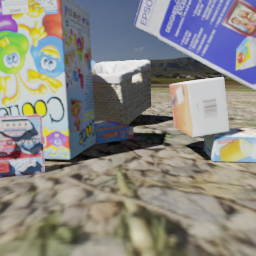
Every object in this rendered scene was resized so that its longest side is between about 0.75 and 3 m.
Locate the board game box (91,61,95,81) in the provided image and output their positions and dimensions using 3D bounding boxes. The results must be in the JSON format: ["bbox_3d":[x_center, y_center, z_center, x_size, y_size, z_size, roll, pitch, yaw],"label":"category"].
[{"bbox_3d":[-2.204,-1.338,8.412,2.189,0.539,2.770,-40,39,-23],"label":"board game box"}]

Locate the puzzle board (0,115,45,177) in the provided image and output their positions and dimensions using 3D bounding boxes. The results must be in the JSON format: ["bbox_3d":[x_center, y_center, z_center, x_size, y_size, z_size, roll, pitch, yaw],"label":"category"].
[{"bbox_3d":[-1.964,0.291,4.329,1.253,0.944,0.109,-4,3,-20],"label":"puzzle board"}]

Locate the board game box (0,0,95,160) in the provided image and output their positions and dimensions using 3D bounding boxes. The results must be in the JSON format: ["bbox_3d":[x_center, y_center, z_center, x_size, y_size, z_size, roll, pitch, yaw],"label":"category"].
[{"bbox_3d":[-1.636,-0.951,5.658,1.478,2.870,1.505,0,9,12],"label":"board game box"}]

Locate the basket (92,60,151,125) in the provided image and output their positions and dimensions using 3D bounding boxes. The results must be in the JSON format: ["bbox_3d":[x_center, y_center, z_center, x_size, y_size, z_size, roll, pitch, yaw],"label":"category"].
[{"bbox_3d":[-0.517,-1.311,9.886,2.220,1.786,2.200,5,25,31],"label":"basket"}]

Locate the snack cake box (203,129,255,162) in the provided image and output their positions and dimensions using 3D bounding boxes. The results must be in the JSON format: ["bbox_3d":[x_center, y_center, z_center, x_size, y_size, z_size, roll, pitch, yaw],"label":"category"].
[{"bbox_3d":[2.305,0.318,5.457,1.482,0.498,0.852,1,9,3],"label":"snack cake box"}]

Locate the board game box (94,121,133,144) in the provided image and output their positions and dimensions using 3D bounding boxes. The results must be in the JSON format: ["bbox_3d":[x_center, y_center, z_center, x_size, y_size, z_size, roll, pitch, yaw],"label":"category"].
[{"bbox_3d":[-0.607,0.084,7.260,1.093,0.305,1.070,-8,14,-36],"label":"board game box"}]

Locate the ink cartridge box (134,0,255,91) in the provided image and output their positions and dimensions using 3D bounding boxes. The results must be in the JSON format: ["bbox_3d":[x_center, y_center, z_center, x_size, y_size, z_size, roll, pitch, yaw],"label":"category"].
[{"bbox_3d":[1.709,-2.470,4.707,2.775,2.742,0.652,36,40,19],"label":"ink cartridge box"}]

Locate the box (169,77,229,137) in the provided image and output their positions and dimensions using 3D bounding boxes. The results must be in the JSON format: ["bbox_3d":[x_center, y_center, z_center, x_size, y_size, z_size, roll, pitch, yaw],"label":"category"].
[{"bbox_3d":[1.347,-0.434,5.526,0.691,0.989,1.299,-10,8,-4],"label":"box"}]
